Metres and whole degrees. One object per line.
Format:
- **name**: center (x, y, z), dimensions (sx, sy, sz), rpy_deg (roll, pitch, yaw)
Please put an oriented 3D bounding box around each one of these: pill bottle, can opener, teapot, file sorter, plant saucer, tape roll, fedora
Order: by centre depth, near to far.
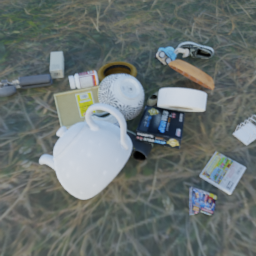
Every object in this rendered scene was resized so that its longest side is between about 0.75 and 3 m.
- **teapot**: center (-1.334, 0.682, 8.777), dimensions (2.031, 2.745, 2.781), rpy_deg (44, 80, -12)
- **tape roll**: center (2.080, -1.068, 10.913), dimensions (1.860, 1.860, 0.651), rpy_deg (7, 89, 6)
- **file sorter**: center (4.759, 0.061, 10.949), dimensions (0.984, 0.612, 0.682), rpy_deg (-29, 55, -22)
- **pill bottle**: center (-1.822, -1.941, 11.428), dimensions (1.115, 0.611, 0.611), rpy_deg (-12, 51, -10)
- **plant saucer**: center (2.800, -2.368, 12.183), dimensions (2.228, 2.228, 0.417), rpy_deg (35, 101, 26)
- **can opener**: center (-4.662, -1.842, 12.624), dimensions (2.418, 0.645, 0.809), rpy_deg (-8, 72, -5)
- **fedora**: center (-0.491, -2.325, 12.895), dimensions (1.815, 0.740, 1.815), rpy_deg (-2, 50, 3)

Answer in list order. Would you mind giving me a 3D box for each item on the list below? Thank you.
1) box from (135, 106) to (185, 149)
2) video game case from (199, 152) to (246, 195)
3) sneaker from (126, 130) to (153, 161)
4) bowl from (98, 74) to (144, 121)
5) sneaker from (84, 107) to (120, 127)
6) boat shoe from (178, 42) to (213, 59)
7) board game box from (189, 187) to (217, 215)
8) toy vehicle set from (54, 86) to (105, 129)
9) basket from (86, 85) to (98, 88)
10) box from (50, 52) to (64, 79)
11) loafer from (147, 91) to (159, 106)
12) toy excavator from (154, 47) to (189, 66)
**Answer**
- **box**: center (1.276, -0.076, 10.751), dimensions (1.652, 0.478, 2.078), rpy_deg (12, 32, 9)
- **video game case**: center (3.368, 1.576, 9.966), dimensions (1.175, 0.148, 1.291), rpy_deg (30, 57, 23)
- **sneaker**: center (-0.003, 0.607, 10.286), dimensions (1.735, 0.649, 0.921), rpy_deg (15, 30, 11)
- **bowl**: center (-0.107, -1.429, 11.352), dimensions (2.066, 0.970, 2.066), rpy_deg (8, 69, -22)
- **sneaker**: center (-1.365, -0.135, 10.774), dimensions (2.308, 0.817, 0.843), rpy_deg (-25, 28, -14)
- **boat shoe**: center (3.372, -3.895, 14.167), dimensions (1.825, 0.645, 0.581), rpy_deg (13, 37, 18)
- **board game box**: center (2.327, 2.469, 9.048), dimensions (0.867, 0.268, 0.867), rpy_deg (21, 65, 2)
- **toy vehicle set**: center (-1.707, -0.874, 11.466), dimensions (2.368, 0.314, 1.471), rpy_deg (-12, 81, -9)
- **basket**: center (-1.493, -1.449, 12.164), dimensions (0.745, 0.714, 1.000), rpy_deg (11, 51, 11)
- **box**: center (-3.477, -3.093, 13.699), dimensions (0.610, 0.508, 1.484), rpy_deg (-5, 49, -4)
- **loafer**: center (1.219, -1.333, 12.231), dimensions (0.399, 0.360, 1.053), rpy_deg (30, 54, 21)
- **toy excavator**: center (2.165, -3.620, 13.679), dimensions (1.319, 0.678, 1.357), rpy_deg (39, 85, -16)
